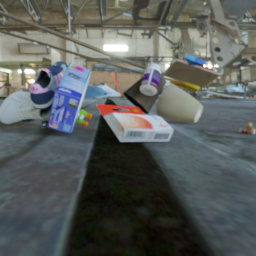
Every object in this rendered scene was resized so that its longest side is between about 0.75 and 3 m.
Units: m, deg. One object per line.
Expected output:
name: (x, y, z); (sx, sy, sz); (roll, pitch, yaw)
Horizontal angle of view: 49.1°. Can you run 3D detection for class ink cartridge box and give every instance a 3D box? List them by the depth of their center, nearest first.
ink cartridge box: (0.158, -0.341, 8.713); (1.719, 0.531, 2.120); (1, 35, -30)
ink cartridge box: (-1.982, -0.910, 9.365); (0.870, 1.556, 2.280); (16, 38, -10)

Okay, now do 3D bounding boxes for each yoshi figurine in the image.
yoshi figurine: (-2.148, -0.580, 10.813); (1.353, 0.761, 0.758); (28, -45, -23)

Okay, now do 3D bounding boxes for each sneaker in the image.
sneaker: (-2.818, -1.873, 10.260); (0.907, 1.061, 2.587); (6, 47, 5)
sneaker: (-3.846, -0.803, 11.088); (2.866, 1.117, 1.424); (-25, 45, 2)

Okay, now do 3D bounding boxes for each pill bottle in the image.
pill bottle: (0.951, -2.010, 11.586); (0.706, 1.255, 0.706); (14, -21, 6)

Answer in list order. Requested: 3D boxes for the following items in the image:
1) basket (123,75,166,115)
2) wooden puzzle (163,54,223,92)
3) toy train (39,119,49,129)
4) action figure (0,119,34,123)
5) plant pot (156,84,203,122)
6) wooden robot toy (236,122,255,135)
basket: (0.869, -1.713, 12.743); (1.498, 1.661, 1.130); (41, -6, -2)
wooden puzzle: (2.255, -1.964, 10.069); (1.950, 0.338, 2.890); (15, -7, -9)
toy train: (-3.259, -0.177, 11.169); (0.468, 0.350, 0.821); (-18, 8, -17)
action figure: (-5.252, -0.769, 13.557); (2.061, 1.052, 1.225); (-4, -2, -15)
plant pot: (2.473, -0.962, 12.891); (1.741, 1.631, 1.631); (26, 20, 27)
wooden robot toy: (4.340, -0.001, 10.020); (0.414, 0.427, 0.940); (-5, 9, -37)
